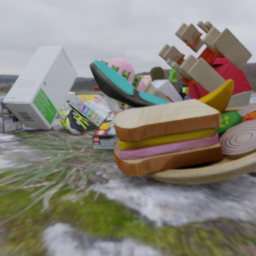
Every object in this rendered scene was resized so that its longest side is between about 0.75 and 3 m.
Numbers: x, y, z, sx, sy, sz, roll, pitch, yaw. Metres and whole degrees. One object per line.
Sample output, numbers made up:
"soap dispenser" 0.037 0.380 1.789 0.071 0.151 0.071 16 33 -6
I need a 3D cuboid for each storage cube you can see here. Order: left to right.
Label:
"storage cube" 2.540 -1.018 7.957 1.333 1.402 1.560 -14 -33 6

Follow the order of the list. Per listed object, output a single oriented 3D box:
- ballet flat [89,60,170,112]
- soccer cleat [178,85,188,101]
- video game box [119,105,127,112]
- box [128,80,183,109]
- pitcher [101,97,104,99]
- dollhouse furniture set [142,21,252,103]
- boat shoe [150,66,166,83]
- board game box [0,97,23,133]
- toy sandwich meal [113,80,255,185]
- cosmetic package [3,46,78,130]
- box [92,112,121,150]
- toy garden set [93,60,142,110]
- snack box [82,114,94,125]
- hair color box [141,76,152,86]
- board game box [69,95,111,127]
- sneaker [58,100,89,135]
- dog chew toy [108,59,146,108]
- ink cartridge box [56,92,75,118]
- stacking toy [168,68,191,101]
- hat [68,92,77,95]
"ballet flat" 0.031 -0.539 5.663 2.084 0.713 0.709 29 24 -11
"soccer cleat" 2.114 -0.917 10.434 0.870 1.045 2.578 1 24 7
"video game box" -0.373 -0.814 11.715 0.695 0.763 0.179 4 10 25
"box" 0.816 -0.934 10.020 1.556 0.802 2.668 -37 9 4
"pitcher" -1.175 -1.058 12.434 1.041 0.631 0.893 23 19 -30
"dollhouse furniture set" 1.489 -1.226 6.692 1.254 2.408 2.434 35 13 -21
"boat shoe" 1.381 -1.449 11.870 0.845 2.317 0.729 -14 -19 4
"board game box" -3.651 -0.417 8.394 0.493 1.018 0.812 4 9 20
"toy sandwich meal" 1.084 -0.074 4.462 2.837 0.972 2.837 -17 15 5
"cosmetic package" -2.637 -1.296 8.758 1.025 2.417 1.300 5 -33 22
"box" -0.039 0.006 6.716 1.215 0.354 1.774 -1 20 9
"toy garden set" -0.512 -1.533 10.185 1.648 1.374 0.329 23 7 6
"snack box" -1.526 -0.304 9.725 0.832 0.310 1.170 7 7 36
"hair color box" 0.443 -1.880 14.429 2.727 1.491 0.884 10 -23 41
"board game box" -0.956 -0.588 9.327 1.303 0.332 1.939 38 15 7
"sneaker" -1.691 -0.184 8.452 0.700 0.709 1.856 33 11 -26
"dog chew toy" -0.016 -1.679 12.246 2.780 1.731 1.731 43 7 -6
"ink cartridge box" -2.967 -0.943 11.663 1.418 1.036 0.598 -8 12 -35
"stacking toy" 2.124 -1.206 9.339 1.649 2.186 0.514 -15 45 -16
"hat" -3.895 -1.449 15.042 2.522 1.017 2.522 5 4 0
